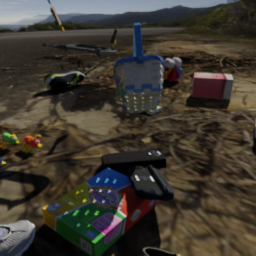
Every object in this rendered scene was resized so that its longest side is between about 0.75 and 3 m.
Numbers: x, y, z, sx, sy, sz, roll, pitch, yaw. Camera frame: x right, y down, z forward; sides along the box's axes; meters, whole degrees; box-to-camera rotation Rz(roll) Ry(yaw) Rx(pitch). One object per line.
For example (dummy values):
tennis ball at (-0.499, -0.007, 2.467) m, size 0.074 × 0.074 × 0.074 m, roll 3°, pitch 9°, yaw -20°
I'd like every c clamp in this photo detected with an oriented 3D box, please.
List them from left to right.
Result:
c clamp at (-1.525, -2.667, 9.578) m, size 2.125 × 0.288 × 1.815 m, roll 10°, pitch 20°, yaw 12°

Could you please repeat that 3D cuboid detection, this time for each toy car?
toy car at (2.696, -3.463, 17.373) m, size 1.666 × 1.458 × 1.249 m, roll -19°, pitch 64°, yaw -38°

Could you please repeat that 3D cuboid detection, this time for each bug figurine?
bug figurine at (-3.796, 0.612, 8.733) m, size 1.560 × 0.518 × 2.012 m, roll 14°, pitch 27°, yaw 29°

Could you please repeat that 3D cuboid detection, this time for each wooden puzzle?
wooden puzzle at (-2.447, -3.734, 9.379) m, size 0.133 × 1.141 × 0.770 m, roll -22°, pitch 28°, yaw 0°

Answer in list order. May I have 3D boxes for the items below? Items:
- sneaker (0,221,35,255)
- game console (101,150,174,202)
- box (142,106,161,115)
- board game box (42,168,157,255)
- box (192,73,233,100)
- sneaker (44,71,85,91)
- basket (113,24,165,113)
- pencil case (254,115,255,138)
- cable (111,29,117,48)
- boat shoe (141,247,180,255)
sneaker at (-2.728, 2.070, 4.958) m, size 2.083 × 0.854 × 0.778 m, roll -13°, pitch 27°, yaw -27°
game console at (0.253, 1.134, 7.167) m, size 1.737 × 0.355 × 2.945 m, roll -4°, pitch 13°, yaw -8°
box at (0.874, -0.874, 12.571) m, size 1.018 × 0.185 × 0.735 m, roll 19°, pitch 30°, yaw 39°
board game box at (-0.574, 1.744, 6.254) m, size 1.588 × 0.419 × 2.076 m, roll 17°, pitch 29°, yaw 34°
box at (4.325, -2.188, 14.471) m, size 1.921 × 1.047 × 1.228 m, roll 5°, pitch 24°, yaw 12°
sneaker at (-3.490, -2.499, 15.832) m, size 2.556 × 0.916 × 1.058 m, roll -15°, pitch 59°, yaw -36°
basket at (0.296, -1.592, 7.859) m, size 1.424 × 1.805 × 2.047 m, roll -1°, pitch 68°, yaw 2°
pencil case at (4.931, -0.125, 10.060) m, size 0.722 × 0.788 × 1.736 m, roll 2°, pitch 23°, yaw 24°
cable at (-0.570, -3.955, 12.155) m, size 0.247 × 0.981 × 0.476 m, roll 8°, pitch 59°, yaw -15°
boat shoe at (0.774, 2.390, 4.866) m, size 1.156 × 0.346 × 0.413 m, roll 8°, pitch 25°, yaw 18°
